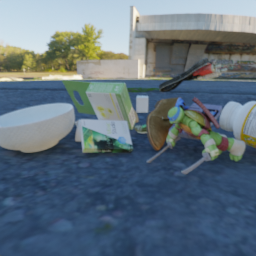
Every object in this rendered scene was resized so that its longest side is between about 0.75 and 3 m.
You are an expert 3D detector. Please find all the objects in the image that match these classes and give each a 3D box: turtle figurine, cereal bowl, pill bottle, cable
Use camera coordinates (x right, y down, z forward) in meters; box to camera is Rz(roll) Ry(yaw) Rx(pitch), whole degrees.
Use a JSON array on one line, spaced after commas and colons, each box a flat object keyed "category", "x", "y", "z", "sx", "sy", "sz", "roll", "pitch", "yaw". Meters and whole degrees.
[{"category": "turtle figurine", "x": 1.878, "y": 0.543, "z": 7.765, "sx": 2.304, "sy": 2.376, "sz": 1.710, "roll": 19, "pitch": -29, "yaw": -23}, {"category": "cereal bowl", "x": -2.999, "y": 0.052, "z": 9.070, "sx": 2.650, "sy": 1.104, "sz": 2.650, "roll": -8, "pitch": 18, "yaw": 3}, {"category": "pill bottle", "x": 4.088, "y": 0.015, "z": 8.256, "sx": 1.339, "sy": 1.339, "sz": 2.569, "roll": -12, "pitch": 28, "yaw": -42}, {"category": "cable", "x": 2.273, "y": -1.837, "z": 10.511, "sx": 2.702, "sy": 0.680, "sz": 1.312, "roll": -23, "pitch": -13, "yaw": 29}]

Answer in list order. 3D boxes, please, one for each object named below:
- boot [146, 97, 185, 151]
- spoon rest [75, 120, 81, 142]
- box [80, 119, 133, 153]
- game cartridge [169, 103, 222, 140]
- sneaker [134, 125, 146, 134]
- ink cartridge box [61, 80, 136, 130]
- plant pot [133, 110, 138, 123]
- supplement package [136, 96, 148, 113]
[{"category": "boot", "x": 1.314, "y": -0.284, "z": 9.522, "sx": 0.982, "sy": 0.958, "sz": 2.603, "roll": -16, "pitch": 30, "yaw": 31}, {"category": "spoon rest", "x": -1.630, "y": -0.081, "z": 10.981, "sx": 1.122, "sy": 0.685, "sz": 2.259, "roll": 0, "pitch": 14, "yaw": 1}, {"category": "box", "x": -0.694, "y": 0.251, "z": 8.730, "sx": 1.543, "sy": 0.280, "sz": 1.114, "roll": 1, "pitch": 52, "yaw": -19}, {"category": "game cartridge", "x": 2.216, "y": -0.259, "z": 9.075, "sx": 1.104, "sy": 0.327, "sz": 1.704, "roll": 6, "pitch": 38, "yaw": 44}, {"category": "sneaker", "x": 0.719, "y": -0.024, "z": 10.859, "sx": 0.990, "sy": 0.439, "sz": 0.381, "roll": 9, "pitch": 41, "yaw": 14}, {"category": "ink cartridge box", "x": -1.289, "y": -0.965, "z": 11.674, "sx": 2.920, "sy": 2.125, "sz": 0.700, "roll": 5, "pitch": 52, "yaw": 21}, {"category": "plant pot", "x": 0.052, "y": -0.600, "z": 13.370, "sx": 0.890, "sy": 0.597, "sz": 0.890, "roll": 1, "pitch": 13, "yaw": 0}, {"category": "supplement package", "x": 0.808, "y": -1.359, "z": 16.002, "sx": 0.666, "sy": 0.866, "sz": 0.905, "roll": 1, "pitch": 13, "yaw": 4}]
